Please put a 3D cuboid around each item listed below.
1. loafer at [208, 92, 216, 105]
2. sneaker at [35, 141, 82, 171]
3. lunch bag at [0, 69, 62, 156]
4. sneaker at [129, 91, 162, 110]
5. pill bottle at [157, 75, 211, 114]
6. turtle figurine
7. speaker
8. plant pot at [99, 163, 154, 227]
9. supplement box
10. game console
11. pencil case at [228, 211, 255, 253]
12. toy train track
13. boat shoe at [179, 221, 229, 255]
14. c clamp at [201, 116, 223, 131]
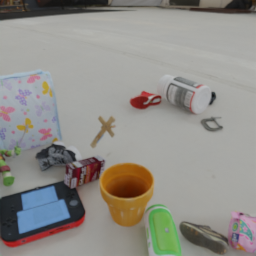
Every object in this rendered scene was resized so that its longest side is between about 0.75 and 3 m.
[{"bbox_3d":[4.306,-1.617,14.444,0.436,0.451,1.285,13,33,21],"label":"loafer"},{"bbox_3d":[-2.408,1.101,9.540,1.148,0.761,2.017,-28,27,-33],"label":"sneaker"},{"bbox_3d":[-3.961,-0.721,10.630,2.400,2.830,1.799,-17,35,-25],"label":"lunch bag"},{"bbox_3d":[0.676,-1.411,14.052,1.829,0.717,1.057,-5,21,-32],"label":"sneaker"},{"bbox_3d":[2.669,-1.719,13.708,1.377,1.377,2.418,-24,38,-34],"label":"pill bottle"},{"bbox_3d":[-4.305,0.851,9.135,1.991,1.433,1.931,-39,52,12],"label":"turtle figurine"},{"bbox_3d":[0.838,2.743,6.894,0.770,0.770,1.740,-2,31,-3],"label":"speaker"},{"bbox_3d":[-0.026,1.915,7.695,1.452,1.329,1.452,-1,31,0],"label":"plant pot"},{"bbox_3d":[-1.360,1.384,8.943,1.311,0.714,0.399,-12,30,-43],"label":"supplement box"},{"bbox_3d":[-2.473,2.306,8.013,2.223,0.345,1.966,-12,33,-20],"label":"game console"},{"bbox_3d":[3.635,2.625,6.878,2.271,0.993,0.993,6,31,8],"label":"pencil case"},{"bbox_3d":[-0.677,0.127,7.726,0.199,1.224,0.702,-11,57,-51],"label":"toy train track"},{"bbox_3d":[1.941,2.767,7.192,1.284,0.478,0.471,23,24,25],"label":"boat shoe"},{"bbox_3d":[3.793,-0.212,12.382,1.043,0.165,1.221,-1,31,-1],"label":"c clamp"}]
